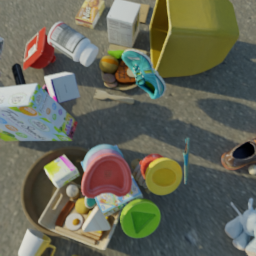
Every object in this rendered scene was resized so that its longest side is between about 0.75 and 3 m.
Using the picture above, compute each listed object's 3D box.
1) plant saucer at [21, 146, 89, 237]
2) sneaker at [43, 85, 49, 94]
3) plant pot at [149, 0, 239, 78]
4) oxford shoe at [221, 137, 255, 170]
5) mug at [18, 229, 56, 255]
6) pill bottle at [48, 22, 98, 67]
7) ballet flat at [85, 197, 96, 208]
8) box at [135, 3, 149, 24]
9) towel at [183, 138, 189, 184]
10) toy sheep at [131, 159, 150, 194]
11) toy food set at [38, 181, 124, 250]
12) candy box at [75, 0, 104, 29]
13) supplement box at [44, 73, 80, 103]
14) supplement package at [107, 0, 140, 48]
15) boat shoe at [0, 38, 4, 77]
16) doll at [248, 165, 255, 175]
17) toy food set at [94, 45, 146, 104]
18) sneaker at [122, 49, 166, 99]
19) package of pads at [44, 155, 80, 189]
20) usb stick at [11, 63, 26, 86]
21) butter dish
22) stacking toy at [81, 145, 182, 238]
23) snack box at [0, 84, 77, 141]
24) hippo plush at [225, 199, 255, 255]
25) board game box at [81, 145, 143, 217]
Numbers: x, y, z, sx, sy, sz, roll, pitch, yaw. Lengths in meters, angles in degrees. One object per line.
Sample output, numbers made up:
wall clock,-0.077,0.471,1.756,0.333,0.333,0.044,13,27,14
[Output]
plant saucer,-2.007,2.056,9.311,2.972,0.438,2.972,0,66,1
sneaker,-3.107,-1.085,10.796,0.580,0.481,1.217,9,65,-20
plant pot,2.513,-3.724,10.794,2.841,2.759,2.778,1,65,-7
oxford shoe,4.440,0.737,9.653,2.416,0.881,0.861,-24,68,-11
mug,-2.801,3.644,8.427,0.978,0.783,0.803,24,75,17
pill bottle,-1.815,-2.766,9.346,1.526,0.869,0.869,34,70,3
ballet flat,-1.126,2.062,8.735,0.411,0.411,1.183,11,39,5
box,0.438,-5.252,12.810,0.884,0.115,1.081,12,67,5
towel,1.554,0.882,7.478,0.111,1.027,0.753,3,32,16
toy sheep,0.702,1.564,9.250,1.496,1.032,1.032,39,71,16
toy food set,-1.320,2.477,8.456,2.318,0.700,1.663,10,53,23
candy box,-1.706,-5.199,12.626,0.828,0.397,1.434,18,67,8
supplement box,-2.163,-1.334,9.055,0.773,1.495,0.757,-19,110,-20
supplement package,-0.169,-4.315,11.651,1.079,1.432,1.087,17,67,8
boat shoe,-4.799,-1.879,9.605,0.860,0.942,2.618,10,88,-6
doll,4.950,1.628,9.496,1.706,0.413,1.164,17,78,10
toy food set,-0.271,-2.317,11.228,1.881,0.547,2.724,11,66,5
sneaker,0.469,-1.672,8.700,1.816,0.704,0.723,48,46,-6
package of pads,-2.212,1.430,9.209,0.835,0.369,1.081,-32,37,-22
usb stick,-3.737,-1.458,9.811,0.264,0.448,1.617,-10,78,-49
butter dish,-3.442,-3.002,11.329,1.475,1.091,1.471,-25,54,36
stacking toy,-0.100,1.744,8.141,2.758,1.165,2.496,11,102,-19
snack box,-3.443,-0.358,8.804,2.991,2.127,0.792,-2,61,24
hippo plush,3.930,2.932,8.652,1.435,1.422,1.785,-13,76,-38
board game box,-0.537,1.575,8.576,1.286,0.327,1.913,-26,53,-5
